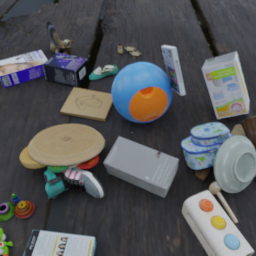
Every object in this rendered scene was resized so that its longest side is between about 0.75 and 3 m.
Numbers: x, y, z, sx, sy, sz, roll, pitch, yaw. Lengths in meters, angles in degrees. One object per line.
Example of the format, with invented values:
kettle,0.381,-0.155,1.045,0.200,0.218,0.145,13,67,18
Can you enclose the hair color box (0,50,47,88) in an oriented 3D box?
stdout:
hair color box,-5.368,-3.052,14.329,2.486,0.806,1.359,-24,52,-19

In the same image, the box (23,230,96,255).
box,-1.956,3.553,8.195,1.906,0.468,0.784,5,46,5

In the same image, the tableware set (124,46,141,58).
tableware set,0.250,-4.301,15.950,0.627,0.190,0.949,-19,54,-33

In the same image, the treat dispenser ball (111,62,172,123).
treat dispenser ball,0.558,-1.446,11.643,2.505,2.505,2.505,0,46,0

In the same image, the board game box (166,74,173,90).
board game box,1.968,-2.393,14.056,1.070,0.264,1.354,3,47,3

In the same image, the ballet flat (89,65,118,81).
ballet flat,-1.286,-2.898,14.333,1.584,0.558,0.533,-18,50,-16

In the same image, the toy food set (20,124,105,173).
toy food set,-2.251,0.702,10.356,2.842,0.698,2.871,9,28,18

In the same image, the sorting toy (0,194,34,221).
sorting toy,-3.731,2.554,9.119,1.275,0.523,0.766,-3,46,-3

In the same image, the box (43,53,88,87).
box,-3.102,-2.934,14.066,1.812,0.945,1.341,14,44,13

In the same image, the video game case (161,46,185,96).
video game case,1.792,-2.356,11.246,0.230,1.822,2.000,-15,19,0

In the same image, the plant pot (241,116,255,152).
plant pot,4.914,0.293,10.416,1.118,1.118,1.196,-3,69,-3

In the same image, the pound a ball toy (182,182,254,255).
pound a ball toy,2.811,2.776,8.551,1.604,1.045,2.459,-18,49,-16

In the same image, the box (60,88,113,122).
box,-1.795,-1.095,12.816,2.086,0.222,1.705,11,47,8

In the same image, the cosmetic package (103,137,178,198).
cosmetic package,0.455,1.350,9.815,2.329,1.050,1.244,20,63,16

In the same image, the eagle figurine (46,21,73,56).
eagle figurine,-3.880,-4.668,15.477,2.006,1.522,1.514,37,20,10

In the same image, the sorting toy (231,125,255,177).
sorting toy,4.398,0.790,10.961,2.964,0.397,2.208,20,50,26

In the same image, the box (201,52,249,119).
box,4.104,-1.725,11.653,1.330,2.364,1.198,-10,25,30

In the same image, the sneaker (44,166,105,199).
sneaker,-2.015,1.917,9.386,2.337,0.977,1.411,26,46,33

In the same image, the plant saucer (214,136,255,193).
plant saucer,3.694,1.240,9.215,1.945,1.945,0.488,-26,16,-23

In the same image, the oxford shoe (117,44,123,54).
oxford shoe,-0.472,-4.540,16.078,0.297,0.316,0.844,-7,47,-6

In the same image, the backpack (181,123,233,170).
backpack,2.838,0.616,10.034,1.790,1.316,1.638,-18,18,4

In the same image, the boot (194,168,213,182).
boot,2.892,1.390,10.265,0.479,0.467,1.269,33,54,26

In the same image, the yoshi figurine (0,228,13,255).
yoshi figurine,-3.794,3.503,8.365,0.523,0.525,0.934,-33,60,23
